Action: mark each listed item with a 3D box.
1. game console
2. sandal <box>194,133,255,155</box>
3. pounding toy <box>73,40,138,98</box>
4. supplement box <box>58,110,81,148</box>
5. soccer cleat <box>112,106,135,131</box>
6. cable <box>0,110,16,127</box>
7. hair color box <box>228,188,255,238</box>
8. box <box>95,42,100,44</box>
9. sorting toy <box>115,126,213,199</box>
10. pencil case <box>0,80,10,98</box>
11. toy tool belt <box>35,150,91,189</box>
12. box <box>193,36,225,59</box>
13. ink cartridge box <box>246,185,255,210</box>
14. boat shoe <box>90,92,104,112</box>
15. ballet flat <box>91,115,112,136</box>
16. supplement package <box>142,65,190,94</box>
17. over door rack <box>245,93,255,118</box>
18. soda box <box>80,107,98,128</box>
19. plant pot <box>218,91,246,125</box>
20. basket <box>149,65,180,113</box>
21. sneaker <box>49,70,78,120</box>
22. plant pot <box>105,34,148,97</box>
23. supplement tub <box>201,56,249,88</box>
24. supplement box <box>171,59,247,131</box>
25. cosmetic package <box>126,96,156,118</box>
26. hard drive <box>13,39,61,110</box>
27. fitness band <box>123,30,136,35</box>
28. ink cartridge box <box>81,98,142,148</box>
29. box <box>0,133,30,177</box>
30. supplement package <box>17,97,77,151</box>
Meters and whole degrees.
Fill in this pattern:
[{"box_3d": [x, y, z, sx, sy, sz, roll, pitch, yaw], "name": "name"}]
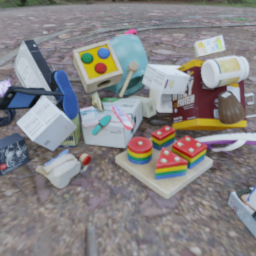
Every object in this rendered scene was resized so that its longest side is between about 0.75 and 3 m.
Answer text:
[{"box_3d": [-3.100, -0.854, 8.984, 0.900, 1.361, 1.547, 47, 22, 14], "name": "game console"}, {"box_3d": [3.572, 0.591, 9.678, 2.745, 0.675, 1.117, -4, -12, 18], "name": "sandal"}, {"box_3d": [-0.629, -2.171, 10.482, 2.284, 1.045, 2.006, -21, 80, -14], "name": "pounding toy"}, {"box_3d": [-2.248, 0.026, 10.465, 0.708, 1.055, 1.054, 0, 31, 3], "name": "supplement box"}, {"box_3d": [-0.148, -0.311, 8.052, 0.332, 0.868, 0.290, -36, 12, -9], "name": "soccer cleat"}, {"box_3d": [-5.723, -0.643, 12.147, 1.608, 0.501, 1.971, 0, 30, -1], "name": "cable"}, {"box_3d": [3.379, 2.272, 7.278, 0.747, 0.458, 1.509, -8, 31, -15], "name": "hair color box"}, {"box_3d": [-0.969, -3.438, 14.550, 0.539, 1.954, 2.861, 22, 23, 16], "name": "box"}, {"box_3d": [1.184, 0.873, 9.248, 2.344, 0.821, 2.359, -25, 40, -35], "name": "sorting toy"}, {"box_3d": [-6.659, -1.801, 13.802, 1.872, 0.800, 0.786, -24, 43, -32], "name": "pencil case"}, {"box_3d": [-2.016, 1.110, 8.775, 0.956, 0.971, 1.555, 27, 39, 24], "name": "toy tool belt"}, {"box_3d": [2.683, -2.674, 9.319, 0.885, 0.498, 0.449, -13, 2, 4], "name": "box"}, {"box_3d": [4.303, 1.894, 6.979, 2.297, 0.877, 1.567, 4, 29, -39], "name": "ink cartridge box"}, {"box_3d": [-1.218, -0.960, 10.856, 0.376, 0.419, 1.132, -23, 40, -1], "name": "boat shoe"}, {"box_3d": [-0.773, -0.084, 8.244, 0.272, 0.798, 0.268, 51, 9, 11], "name": "ballet flat"}, {"box_3d": [1.252, -1.587, 9.240, 1.193, 0.661, 0.929, -6, 33, -41], "name": "supplement package"}, {"box_3d": [4.474, -1.041, 12.308, 2.901, 0.966, 2.144, 0, 32, 3], "name": "over door rack"}, {"box_3d": [-1.294, -0.373, 9.185, 0.479, 0.515, 1.507, -13, 10, -10], "name": "soda box"}, {"box_3d": [3.180, -0.693, 8.834, 0.827, 0.885, 0.827, -21, 31, 13], "name": "plant pot"}, {"box_3d": [1.972, -1.722, 11.927, 1.878, 1.862, 1.511, -2, 19, -13], "name": "basket"}, {"box_3d": [-2.286, -1.157, 9.895, 0.618, 1.761, 0.686, -24, 19, -36], "name": "sneaker"}, {"box_3d": [-0.171, -2.500, 12.299, 2.628, 2.628, 1.761, -21, 70, -31], "name": "plant pot"}, {"box_3d": [3.039, -1.773, 8.810, 1.217, 0.881, 0.881, -12, 33, -13], "name": "supplement tub"}, {"box_3d": [2.899, -1.088, 10.250, 2.214, 2.245, 1.490, 1, -6, -24], "name": "supplement box"}, {"box_3d": [0.545, -0.932, 12.021, 0.488, 0.691, 1.334, -24, 27, -31], "name": "cosmetic package"}, {"box_3d": [-3.537, -1.779, 10.970, 0.511, 2.699, 1.886, -27, -4, -39], "name": "hard drive"}, {"box_3d": [-0.117, -4.316, 13.684, 1.239, 0.232, 0.890, -35, -7, 16], "name": "fitness band"}, {"box_3d": [-0.555, -0.263, 10.937, 1.705, 0.966, 2.327, 5, 31, 18], "name": "ink cartridge box"}, {"box_3d": [-3.907, 0.859, 9.148, 0.559, 0.978, 1.074, 24, 39, 34], "name": "box"}, {"box_3d": [-2.481, -0.073, 8.754, 1.143, 1.468, 0.814, -45, 72, -5], "name": "supplement package"}]
